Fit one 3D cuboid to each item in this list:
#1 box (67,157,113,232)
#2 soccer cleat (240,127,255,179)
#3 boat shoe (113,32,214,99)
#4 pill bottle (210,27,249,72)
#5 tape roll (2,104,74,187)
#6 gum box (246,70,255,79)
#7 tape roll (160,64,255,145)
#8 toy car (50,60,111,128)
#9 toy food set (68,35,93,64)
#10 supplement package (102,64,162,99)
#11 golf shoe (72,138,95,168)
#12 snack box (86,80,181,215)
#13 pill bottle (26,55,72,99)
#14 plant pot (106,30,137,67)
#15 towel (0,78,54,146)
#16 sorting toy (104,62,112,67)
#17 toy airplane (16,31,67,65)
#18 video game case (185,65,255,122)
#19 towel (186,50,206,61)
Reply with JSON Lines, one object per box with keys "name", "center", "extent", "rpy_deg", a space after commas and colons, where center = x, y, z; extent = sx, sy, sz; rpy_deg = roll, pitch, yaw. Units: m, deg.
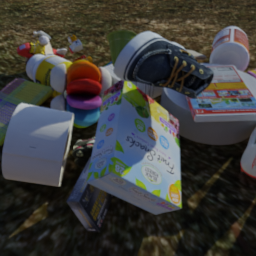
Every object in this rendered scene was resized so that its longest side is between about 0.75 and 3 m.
{"name": "box", "center": [-0.697, 1.349, 5.816], "extent": [0.296, 0.969, 1.224], "rpy_deg": [-7, 35, 24]}
{"name": "soccer cleat", "center": [3.650, 0.173, 7.046], "extent": [0.968, 1.201, 2.820], "rpy_deg": [27, 48, 28]}
{"name": "boat shoe", "center": [0.845, -1.095, 5.279], "extent": [1.165, 0.908, 2.567], "rpy_deg": [40, 30, 17]}
{"name": "pill bottle", "center": [3.833, -2.961, 10.545], "extent": [1.314, 1.314, 2.342], "rpy_deg": [12, 39, 14]}
{"name": "tape roll", "center": [-1.947, 0.385, 6.252], "extent": [1.168, 1.700, 1.700], "rpy_deg": [11, 40, -8]}
{"name": "gum box", "center": [4.969, -1.040, 8.740], "extent": [1.476, 0.860, 2.600], "rpy_deg": [-15, 42, -17]}
{"name": "tape roll", "center": [2.470, -0.830, 8.411], "extent": [2.959, 0.978, 2.959], "rpy_deg": [0, 41, 0]}
{"name": "toy car", "center": [-1.229, -0.879, 7.668], "extent": [1.680, 1.920, 1.440], "rpy_deg": [-1, 12, -20]}
{"name": "toy food set", "center": [-2.020, -2.793, 10.774], "extent": [0.720, 0.764, 1.600], "rpy_deg": [-30, 69, -13]}
{"name": "supplement package", "center": [0.198, -1.521, 9.093], "extent": [1.911, 1.144, 1.159], "rpy_deg": [-28, 47, -30]}
{"name": "golf shoe", "center": [-0.482, 0.467, 7.118], "extent": [1.861, 0.718, 0.820], "rpy_deg": [-3, 29, -7]}
{"name": "snack box", "center": [0.256, 0.394, 5.901], "extent": [0.772, 1.925, 2.282], "rpy_deg": [-27, 43, 38]}
{"name": "pill bottle", "center": [-2.257, -1.618, 9.111], "extent": [2.261, 1.266, 1.266], "rpy_deg": [28, 47, 29]}
{"name": "plant pot", "center": [-0.141, -1.794, 6.603], "extent": [0.752, 0.752, 0.715], "rpy_deg": [0, 84, 0]}
{"name": "towel", "center": [-3.343, -0.586, 8.043], "extent": [1.633, 0.259, 2.274], "rpy_deg": [19, 57, 26]}
{"name": "sorting toy", "center": [-0.894, -2.010, 9.828], "extent": [1.166, 0.210, 1.566], "rpy_deg": [-46, 18, -4]}
{"name": "toy airplane", "center": [-3.136, -2.980, 10.697], "extent": [1.647, 1.162, 1.640], "rpy_deg": [30, 50, 3]}
{"name": "video game case", "center": [2.436, -1.034, 7.721], "extent": [1.783, 0.218, 2.494], "rpy_deg": [-2, 40, -2]}
{"name": "towel", "center": [2.354, -2.889, 11.139], "extent": [1.381, 0.238, 0.915], "rpy_deg": [-8, 34, -33]}
